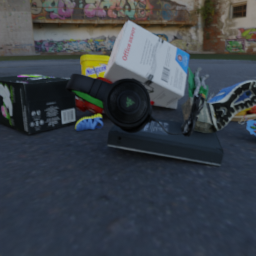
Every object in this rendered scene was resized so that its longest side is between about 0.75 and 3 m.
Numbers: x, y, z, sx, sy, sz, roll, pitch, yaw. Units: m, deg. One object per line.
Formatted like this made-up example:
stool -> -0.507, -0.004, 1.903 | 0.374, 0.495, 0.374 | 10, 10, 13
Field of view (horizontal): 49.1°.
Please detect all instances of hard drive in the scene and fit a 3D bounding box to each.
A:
hard drive -> 1.044, 0.234, 7.824 | 2.873, 0.472, 2.005 | 9, 18, 7

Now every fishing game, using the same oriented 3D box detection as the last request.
fishing game -> 3.992, 0.039, 8.494 | 1.247, 0.194, 0.893 | 37, 45, 19

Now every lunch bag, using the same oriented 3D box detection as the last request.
lunch bag -> 2.030, -0.325, 7.685 | 0.964, 0.791, 0.567 | 11, -32, -22

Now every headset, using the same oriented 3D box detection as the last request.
headset -> 0.106, -0.606, 6.060 | 2.872, 1.349, 1.774 | 24, -3, 9

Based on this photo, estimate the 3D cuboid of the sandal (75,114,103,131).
sandal -> -1.294, -0.123, 9.619 | 1.094, 0.435, 0.476 | -22, 61, -29

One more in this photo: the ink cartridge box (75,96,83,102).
ink cartridge box -> -2.245, -1.276, 12.898 | 1.029, 0.428, 0.755 | 5, 14, 3

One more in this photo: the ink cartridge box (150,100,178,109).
ink cartridge box -> 1.501, -1.449, 12.899 | 1.388, 0.663, 1.581 | 9, 17, -2

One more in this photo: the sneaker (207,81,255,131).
sneaker -> 3.050, -0.662, 8.987 | 2.463, 0.968, 1.098 | -31, 5, 20

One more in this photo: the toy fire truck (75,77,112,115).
toy fire truck -> -1.035, -0.995, 10.787 | 2.206, 1.237, 1.852 | 14, -14, 42

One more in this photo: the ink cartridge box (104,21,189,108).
ink cartridge box -> 0.740, -2.318, 10.456 | 2.803, 2.046, 1.182 | 23, -28, -17

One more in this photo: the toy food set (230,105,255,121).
toy food set -> 4.232, -0.830, 11.508 | 2.486, 0.605, 2.460 | -11, 20, -32

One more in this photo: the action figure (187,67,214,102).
action figure -> 2.727, -1.292, 10.564 | 1.363, 0.631, 2.308 | 32, 47, -24

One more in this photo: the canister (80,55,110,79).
canister -> -1.586, -2.488, 14.057 | 1.553, 2.092, 0.905 | -1, -8, -16

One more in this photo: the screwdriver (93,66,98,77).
screwdriver -> -1.086, -1.784, 12.464 | 0.398, 0.382, 2.736 | -4, 56, -25

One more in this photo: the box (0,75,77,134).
box -> -3.484, -0.996, 10.173 | 2.697, 1.676, 2.003 | 14, 21, 40
